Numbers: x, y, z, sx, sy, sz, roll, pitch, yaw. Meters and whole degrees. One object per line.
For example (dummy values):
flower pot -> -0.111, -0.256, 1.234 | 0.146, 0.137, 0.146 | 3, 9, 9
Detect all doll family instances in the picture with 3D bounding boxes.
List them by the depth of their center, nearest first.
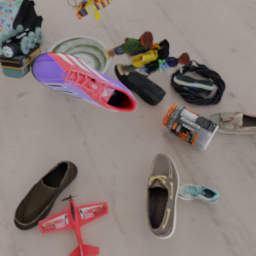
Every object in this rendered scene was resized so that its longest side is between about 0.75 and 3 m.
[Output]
doll family -> 0.644, -1.907, 7.484 | 1.503, 2.600, 1.020 | -13, 97, 31

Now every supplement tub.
supplement tub -> 2.083, -0.057, 9.561 | 1.680, 1.029, 1.029 | 30, 65, 17

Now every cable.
cable -> 2.669, -1.666, 10.745 | 1.750, 0.545, 2.145 | -31, 66, -16

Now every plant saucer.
plant saucer -> -1.978, -2.526, 11.157 | 2.617, 0.657, 2.617 | 0, 61, 0

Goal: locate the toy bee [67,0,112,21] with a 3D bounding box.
toy bee -> -1.430, -4.226, 9.944 | 1.755, 1.149, 0.954 | -14, 54, 43

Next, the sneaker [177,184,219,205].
sneaker -> 2.125, 1.955, 8.673 | 1.400, 0.604, 0.543 | 9, 61, 5

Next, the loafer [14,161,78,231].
loafer -> -2.576, 1.907, 8.533 | 0.912, 0.892, 2.500 | 29, 65, 15

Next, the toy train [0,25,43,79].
toy train -> -2.571, -1.890, 6.847 | 0.712, 0.952, 1.670 | 8, 32, 0

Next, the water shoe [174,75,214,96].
water shoe -> 2.446, -1.548, 10.621 | 1.511, 0.596, 0.540 | 14, 44, 6

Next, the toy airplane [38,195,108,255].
toy airplane -> -1.466, 2.978, 8.225 | 2.118, 0.390, 2.118 | 0, 61, 0

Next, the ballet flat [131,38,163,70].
ballet flat -> 0.770, -3.080, 11.465 | 1.985, 0.737, 0.737 | 32, 66, 16

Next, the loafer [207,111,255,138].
loafer -> 4.053, -0.206, 9.770 | 2.549, 0.801, 0.916 | 9, 61, 5

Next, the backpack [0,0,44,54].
backpack -> -4.529, -3.892, 11.175 | 1.681, 1.983, 2.233 | 0, 66, 6

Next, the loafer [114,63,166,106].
loafer -> 0.425, -1.741, 10.695 | 2.284, 0.775, 0.802 | 40, 63, 15

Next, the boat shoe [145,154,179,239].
boat shoe -> 0.989, 1.917, 8.484 | 0.942, 0.780, 2.621 | -7, 58, 23

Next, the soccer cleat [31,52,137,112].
soccer cleat -> -1.012, -1.123, 7.354 | 1.087, 2.969, 1.013 | 35, 102, 51
